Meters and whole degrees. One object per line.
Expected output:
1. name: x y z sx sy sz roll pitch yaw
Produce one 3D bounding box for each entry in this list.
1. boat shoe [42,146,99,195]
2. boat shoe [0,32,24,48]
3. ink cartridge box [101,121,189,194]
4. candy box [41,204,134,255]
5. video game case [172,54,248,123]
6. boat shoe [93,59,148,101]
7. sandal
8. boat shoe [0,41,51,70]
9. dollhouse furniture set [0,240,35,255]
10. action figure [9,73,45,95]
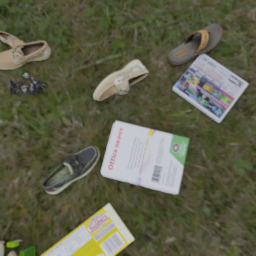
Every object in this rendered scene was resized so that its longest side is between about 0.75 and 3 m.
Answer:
1. boat shoe: -2.014 1.469 9.948 2.360 0.776 0.843 -38 76 -11
2. boat shoe: -4.877 -3.647 11.683 1.209 0.390 0.431 23 75 7
3. ink cartridge box: 0.577 1.065 9.857 2.657 1.115 1.924 14 77 3
4. candy box: -1.373 4.032 9.378 2.911 0.384 1.488 -35 72 -10
5. video game case: 3.263 -1.632 11.158 2.264 0.260 2.063 38 77 9
6. boat shoe: -0.268 -1.722 10.890 2.409 0.869 0.782 -37 76 -16
7. sandal: 2.715 -3.487 11.359 2.635 0.719 1.077 -29 58 -5
8. boat shoe: -4.350 -3.022 11.303 2.342 0.756 0.835 -18 74 -5
9. dollhouse furniture set: -3.935 4.183 9.434 1.495 0.577 0.747 -7 80 18
10. action figure: -3.970 -1.660 10.960 1.316 0.672 0.782 -5 63 0
